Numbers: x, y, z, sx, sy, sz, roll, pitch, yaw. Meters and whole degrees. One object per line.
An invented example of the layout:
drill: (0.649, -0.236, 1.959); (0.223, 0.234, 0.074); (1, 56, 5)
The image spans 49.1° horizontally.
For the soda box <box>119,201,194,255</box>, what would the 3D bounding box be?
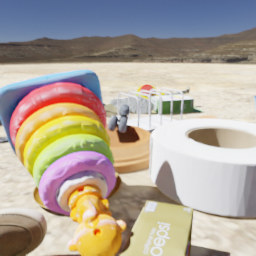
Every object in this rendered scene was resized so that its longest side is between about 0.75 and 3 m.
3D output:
soda box: (0.236, 1.595, 2.892); (0.657, 0.695, 2.054); (5, 17, 18)

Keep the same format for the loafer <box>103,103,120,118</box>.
loafer: (-0.713, -0.708, 11.145); (1.434, 0.484, 0.545); (10, 19, 31)

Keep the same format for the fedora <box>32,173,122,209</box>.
fedora: (-0.956, 0.889, 5.233); (1.668, 0.680, 1.668); (-3, 17, 1)

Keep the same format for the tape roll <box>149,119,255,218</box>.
tape roll: (1.871, 0.614, 5.707); (2.839, 0.993, 2.839); (0, 17, 0)

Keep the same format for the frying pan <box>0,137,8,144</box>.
frying pan: (-3.804, 0.328, 8.308); (0.750, 0.122, 0.454); (14, 21, 31)

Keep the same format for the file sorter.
file sorter: (0.741, -0.633, 9.588); (1.979, 1.232, 1.373); (-11, 19, -31)

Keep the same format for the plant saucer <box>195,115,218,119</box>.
plant saucer: (2.180, -0.016, 8.367); (1.121, 0.181, 1.121); (-22, 31, 14)

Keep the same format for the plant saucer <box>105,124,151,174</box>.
plant saucer: (-0.463, 0.404, 7.307); (2.703, 0.506, 2.703); (0, 17, 0)

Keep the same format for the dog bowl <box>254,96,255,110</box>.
dog bowl: (6.593, -1.009, 11.956); (2.485, 0.616, 1.385); (-4, 17, -12)

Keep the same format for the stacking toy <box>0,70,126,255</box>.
stacking toy: (-0.735, 0.533, 3.863); (1.677, 1.585, 2.889); (-16, 40, -17)

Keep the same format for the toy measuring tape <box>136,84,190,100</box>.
toy measuring tape: (1.348, -1.624, 12.744); (2.884, 1.061, 1.061); (-18, 20, -11)

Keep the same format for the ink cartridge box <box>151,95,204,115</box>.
ink cartridge box: (2.112, -1.025, 11.994); (2.084, 0.618, 1.082); (-5, 17, -18)

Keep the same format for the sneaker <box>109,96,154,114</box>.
sneaker: (0.198, -0.999, 11.855); (1.950, 0.745, 0.785); (7, 8, 19)

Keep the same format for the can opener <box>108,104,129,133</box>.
can opener: (-0.237, -0.317, 7.707); (0.514, 0.644, 1.925); (9, 7, -1)

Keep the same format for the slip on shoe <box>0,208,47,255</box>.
slip on shoe: (-1.939, 1.457, 3.309); (1.893, 0.720, 0.573); (-6, 12, -9)
